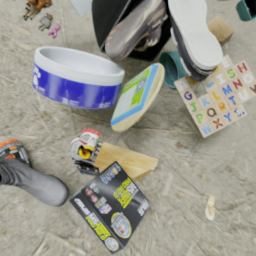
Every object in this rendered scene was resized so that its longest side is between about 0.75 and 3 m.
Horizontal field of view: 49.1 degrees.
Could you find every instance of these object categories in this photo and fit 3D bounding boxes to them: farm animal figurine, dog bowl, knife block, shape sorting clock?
[{"bbox_3d":[-2.899,-3.995,9.252,1.464,1.813,0.912,28,76,12],"label":"farm animal figurine"},{"bbox_3d":[-1.368,-1.425,7.735,2.400,0.945,2.400,15,23,-6],"label":"dog bowl"},{"bbox_3d":[-0.566,0.983,9.731,2.586,0.827,2.270,-25,70,-10],"label":"knife block"},{"bbox_3d":[0.237,-0.793,7.404,0.413,2.104,2.104,29,67,-22],"label":"shape sorting clock"}]

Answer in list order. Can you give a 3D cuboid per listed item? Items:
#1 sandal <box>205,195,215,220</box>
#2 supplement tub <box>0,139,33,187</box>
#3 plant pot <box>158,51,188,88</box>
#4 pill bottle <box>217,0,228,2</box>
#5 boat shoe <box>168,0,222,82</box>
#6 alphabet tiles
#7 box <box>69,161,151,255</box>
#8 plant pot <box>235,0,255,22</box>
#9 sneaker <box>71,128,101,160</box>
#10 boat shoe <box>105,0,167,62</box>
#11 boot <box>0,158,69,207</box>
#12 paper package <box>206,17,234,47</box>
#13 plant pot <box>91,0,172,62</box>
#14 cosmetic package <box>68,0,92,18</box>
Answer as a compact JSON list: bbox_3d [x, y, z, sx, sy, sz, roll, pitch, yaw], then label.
[{"bbox_3d":[2.771,2.644,9.345,0.298,0.268,0.814,11,68,5],"label":"sandal"},{"bbox_3d":[-3.879,1.176,9.622,0.900,0.900,1.470,-28,70,-11],"label":"supplement tub"},{"bbox_3d":[2.145,-2.460,10.983,1.402,1.432,1.432,-21,69,-18],"label":"plant pot"},{"bbox_3d":[3.061,-4.301,8.076,1.960,1.088,1.088,-11,68,-1],"label":"pill bottle"},{"bbox_3d":[1.612,-2.522,7.277,1.042,0.851,2.822,-11,68,-13],"label":"boat shoe"},{"bbox_3d":[2.648,-0.990,7.968,2.142,0.081,1.791,-28,86,-4],"label":"alphabet tiles"},{"bbox_3d":[-0.362,1.940,7.315,0.459,2.075,1.662,-41,86,27],"label":"box"},{"bbox_3d":[3.134,-3.077,7.181,0.578,0.818,0.578,-27,100,3],"label":"plant pot"},{"bbox_3d":[-1.085,0.498,6.611,0.518,1.332,0.547,21,57,-15],"label":"sneaker"},{"bbox_3d":[0.433,-2.717,7.766,1.085,1.068,2.912,-4,45,46],"label":"boat shoe"},{"bbox_3d":[-2.882,1.454,7.498,2.391,1.574,0.834,21,86,20],"label":"boot"},{"bbox_3d":[3.790,-4.065,12.021,1.025,0.557,1.076,-37,73,-14],"label":"paper package"},{"bbox_3d":[0.142,-3.824,8.967,2.376,2.371,2.108,-3,53,-43],"label":"plant pot"},{"bbox_3d":[-1.691,-4.405,9.318,0.684,1.212,0.492,-35,56,2],"label":"cosmetic package"}]
